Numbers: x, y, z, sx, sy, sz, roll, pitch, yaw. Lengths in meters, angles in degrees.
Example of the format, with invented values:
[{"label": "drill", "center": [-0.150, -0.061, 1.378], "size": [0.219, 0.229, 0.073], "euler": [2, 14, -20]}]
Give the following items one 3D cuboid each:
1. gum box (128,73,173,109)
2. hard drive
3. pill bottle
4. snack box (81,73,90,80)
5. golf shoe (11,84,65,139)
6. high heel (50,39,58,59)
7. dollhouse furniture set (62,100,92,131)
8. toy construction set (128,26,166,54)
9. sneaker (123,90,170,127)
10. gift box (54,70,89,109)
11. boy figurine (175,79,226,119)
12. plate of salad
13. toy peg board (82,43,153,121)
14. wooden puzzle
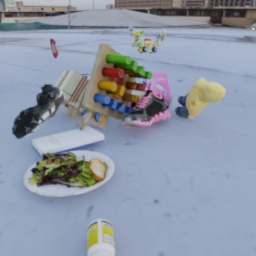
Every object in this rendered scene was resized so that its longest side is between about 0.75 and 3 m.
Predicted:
[{"label": "gum box", "center": [0.645, -1.675, 12.932], "size": [2.697, 0.892, 1.530], "euler": [-2, 61, -4]}, {"label": "hard drive", "center": [-2.134, 0.442, 9.905], "size": [2.175, 0.276, 1.435], "euler": [-14, 19, -28]}, {"label": "pill bottle", "center": [-0.557, 2.391, 5.714], "size": [0.546, 0.546, 0.955], "euler": [-3, 26, -6]}, {"label": "snack box", "center": [-1.883, -2.942, 17.147], "size": [2.394, 0.444, 1.391], "euler": [4, 26, 9]}, {"label": "golf shoe", "center": [-3.048, -0.439, 9.798], "size": [0.885, 2.276, 1.075], "euler": [47, 6, 19]}, {"label": "high heel", "center": [-3.023, -3.184, 11.251], "size": [0.258, 0.765, 0.368], "euler": [-10, -2, 13]}, {"label": "dollhouse furniture set", "center": [-1.933, -0.533, 10.420], "size": [1.029, 0.878, 0.502], "euler": [27, 34, 12]}, {"label": "toy construction set", "center": [0.742, -3.391, 10.790], "size": [1.503, 0.986, 0.692], "euler": [-6, 9, -16]}, {"label": "sneaker", "center": [0.663, -0.790, 10.880], "size": [1.112, 1.342, 2.814], "euler": [1, 12, 33]}, {"label": "gift box", "center": [-2.489, -1.521, 12.350], "size": [1.477, 1.494, 1.600], "euler": [34, -14, -29]}, {"label": "boy figurine", "center": [2.778, -1.230, 11.001], "size": [0.872, 1.684, 2.708], "euler": [20, -18, -12]}, {"label": "plate of salad", "center": [-1.704, 1.134, 8.130], "size": [2.596, 0.624, 2.596], "euler": [-2, 22, 1]}, {"label": "toy peg board", "center": [-0.238, -1.576, 10.618], "size": [1.172, 2.387, 2.397], "euler": [14, -3, 36]}, {"label": "wooden puzzle", "center": [-1.286, -0.778, 11.120], "size": [1.394, 1.291, 0.323], "euler": [27, -24, -24]}]
